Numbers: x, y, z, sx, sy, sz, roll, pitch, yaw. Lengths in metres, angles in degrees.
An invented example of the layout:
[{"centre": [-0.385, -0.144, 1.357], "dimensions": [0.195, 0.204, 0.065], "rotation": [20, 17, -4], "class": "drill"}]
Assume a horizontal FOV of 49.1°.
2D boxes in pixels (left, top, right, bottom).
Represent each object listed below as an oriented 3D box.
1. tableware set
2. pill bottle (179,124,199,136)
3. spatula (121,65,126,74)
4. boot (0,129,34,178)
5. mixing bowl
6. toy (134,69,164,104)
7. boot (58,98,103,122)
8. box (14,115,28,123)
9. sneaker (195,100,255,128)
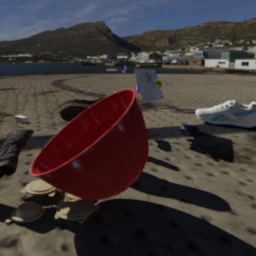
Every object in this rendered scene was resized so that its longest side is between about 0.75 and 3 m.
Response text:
[{"centre": [-1.655, 1.676, 6.513], "dimensions": [2.077, 0.241, 1.735], "rotation": [2, 15, 5], "class": "tableware set"}, {"centre": [2.613, 0.083, 12.016], "dimensions": [0.430, 0.430, 0.768], "rotation": [-14, 20, -43], "class": "pill bottle"}, {"centre": [-0.211, -2.575, 12.135], "dimensions": [0.126, 0.348, 1.230], "rotation": [22, 7, 1], "class": "spatula"}, {"centre": [-3.125, 0.646, 7.037], "dimensions": [1.485, 0.514, 1.293], "rotation": [-13, 43, 16], "class": "boot"}, {"centre": [-0.584, 0.561, 6.342], "dimensions": [2.825, 1.530, 2.825], "rotation": [-33, 20, 14], "class": "mixing bowl"}, {"centre": [0.808, -1.850, 12.615], "dimensions": [0.600, 1.464, 2.542], "rotation": [-15, 3, 31], "class": "toy"}, {"centre": [-1.220, 0.121, 8.816], "dimensions": [2.775, 1.919, 1.075], "rotation": [-3, -11, 38], "class": "boot"}, {"centre": [-5.466, -0.455, 14.335], "dimensions": [0.758, 0.259, 0.311], "rotation": [12, 19, 37], "class": "box"}, {"centre": [4.818, -0.793, 13.813], "dimensions": [2.953, 1.193, 1.130], "rotation": [5, 18, 22], "class": "sneaker"}]
